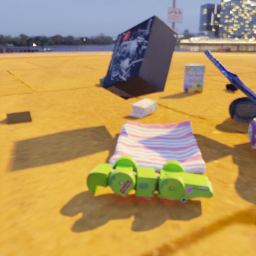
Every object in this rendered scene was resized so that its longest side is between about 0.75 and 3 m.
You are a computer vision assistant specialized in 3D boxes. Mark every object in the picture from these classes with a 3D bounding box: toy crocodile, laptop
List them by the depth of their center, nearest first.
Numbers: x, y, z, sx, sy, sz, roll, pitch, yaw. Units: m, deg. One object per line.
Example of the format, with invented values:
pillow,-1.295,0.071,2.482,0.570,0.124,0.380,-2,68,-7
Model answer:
toy crocodile,0.351,0.959,4.860,2.181,0.673,0.736,6,18,3
laptop,-3.658,-0.285,9.396,0.755,0.467,0.806,-8,-8,-24

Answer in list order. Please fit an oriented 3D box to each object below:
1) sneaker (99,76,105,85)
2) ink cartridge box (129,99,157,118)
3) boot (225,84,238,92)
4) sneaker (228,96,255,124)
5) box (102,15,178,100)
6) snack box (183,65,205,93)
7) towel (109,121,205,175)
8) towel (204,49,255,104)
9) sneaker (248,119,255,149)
sneaker,-1.261,-2.717,15.890,0.501,0.547,1.284,-11,21,-29
ink cartridge box,0.528,-0.703,9.950,0.585,0.336,0.999,15,31,37
boot,5.442,-2.081,14.196,0.541,0.417,1.116,-5,17,-9
sneaker,4.799,-0.643,8.947,2.932,1.092,1.277,9,16,24
box,0.336,-2.043,8.542,1.043,2.004,1.825,25,-19,-35
snack box,3.192,-2.382,13.625,0.949,1.335,0.354,0,20,0
towel,0.696,0.355,6.895,2.000,0.409,2.733,1,18,6
towel,2.990,-1.443,7.908,1.485,0.245,2.051,31,26,-25
sneaker,3.468,0.328,6.121,1.254,0.942,2.517,4,19,11
